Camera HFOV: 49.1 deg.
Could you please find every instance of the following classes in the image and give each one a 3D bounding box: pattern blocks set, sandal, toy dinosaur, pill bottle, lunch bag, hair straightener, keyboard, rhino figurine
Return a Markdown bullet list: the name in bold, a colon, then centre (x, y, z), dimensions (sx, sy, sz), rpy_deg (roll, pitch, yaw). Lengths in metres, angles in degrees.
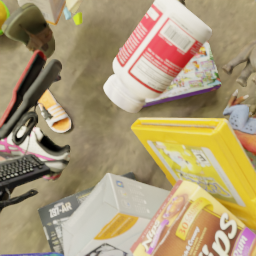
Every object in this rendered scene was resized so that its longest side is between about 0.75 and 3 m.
- **pattern blocks set**: centre (-1.131, -2.777, 5.626), dimensions (0.123, 1.521, 1.337), rpy_deg (-18, 111, -23)
- **sandal**: centre (-2.418, -0.589, 8.612), dimensions (0.649, 0.485, 1.693), rpy_deg (-36, 82, -6)
- **toy dinosaur**: centre (2.688, 0.373, 5.747), dimensions (2.981, 2.705, 1.565), rpy_deg (-31, 109, 30)
- **sandal**: centre (-2.166, -2.204, 6.808), dimensions (0.678, 2.378, 0.944), rpy_deg (43, 90, 6)
- **pill bottle**: centre (0.537, -1.526, 6.140), dimensions (1.344, 1.344, 2.395), rpy_deg (43, 115, 7)
- **lunch bag**: centre (2.765, 0.750, 6.634), dimensions (0.622, 0.299, 0.776), rpy_deg (-2, 118, 20)
- **hair straightener**: centre (-1.649, -0.267, 4.554), dimensions (0.783, 0.416, 2.034), rpy_deg (26, 78, 15)
- **keyboard**: centre (-2.276, 0.998, 5.096), dimensions (1.216, 1.914, 0.197), rpy_deg (37, 122, 28)
- **rhino figurine**: centre (3.335, -1.287, 6.173), dimensions (0.793, 2.654, 1.160), rpy_deg (37, 99, -31)

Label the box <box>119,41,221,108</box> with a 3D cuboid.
- **box**: centre (1.282, -1.836, 8.792), dimensions (2.781, 0.544, 1.903), rpy_deg (-13, 80, -2)

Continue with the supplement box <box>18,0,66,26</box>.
- **supplement box**: centre (-2.042, -3.956, 6.593), dimensions (0.989, 2.689, 1.694), rpy_deg (18, 77, -4)

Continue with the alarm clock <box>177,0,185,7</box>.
- **alarm clock**: centre (1.047, -3.139, 7.231), dimensions (0.778, 0.384, 1.154), rpy_deg (-26, 43, 15)

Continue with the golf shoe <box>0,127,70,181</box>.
- **golf shoe**: centre (-2.446, 0.280, 6.644), dimensions (2.299, 0.835, 1.059), rpy_deg (29, 112, -10)

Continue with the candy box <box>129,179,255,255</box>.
- **candy box**: centre (1.523, 2.328, 4.912), dimensions (2.656, 0.750, 1.550), rpy_deg (40, 78, -12)

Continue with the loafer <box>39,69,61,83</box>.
- **loafer**: centre (-2.055, -1.281, 7.137), dimensions (0.931, 0.335, 0.293), rpy_deg (18, 59, 41)

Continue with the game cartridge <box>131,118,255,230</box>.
- **game cartridge**: centre (1.495, 0.925, 5.720), dimensions (0.439, 2.387, 2.708), rpy_deg (-45, 114, -23)

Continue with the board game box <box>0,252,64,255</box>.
- **board game box**: centre (-1.456, 3.087, 5.474), dimensions (2.718, 2.067, 0.611), rpy_deg (-2, 72, 39)

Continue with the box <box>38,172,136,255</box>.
- **box**: centre (-0.790, 2.825, 7.948), dimensions (2.873, 0.625, 2.301), rpy_deg (-22, 81, -4)

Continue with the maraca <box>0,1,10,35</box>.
- **maraca**: centre (-4.640, -3.610, 8.845), dimensions (1.979, 1.058, 1.357), rpy_deg (32, 84, 7)

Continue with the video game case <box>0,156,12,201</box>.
- **video game case**: centre (-4.801, 1.457, 8.350), dimensions (2.433, 0.310, 2.199), rpy_deg (27, 81, 5)

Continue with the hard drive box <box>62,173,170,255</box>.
- **hard drive box**: centre (0.114, 2.091, 5.843), dimensions (2.329, 0.894, 1.815), rpy_deg (22, 119, -33)
